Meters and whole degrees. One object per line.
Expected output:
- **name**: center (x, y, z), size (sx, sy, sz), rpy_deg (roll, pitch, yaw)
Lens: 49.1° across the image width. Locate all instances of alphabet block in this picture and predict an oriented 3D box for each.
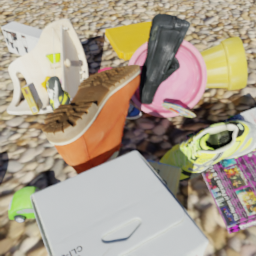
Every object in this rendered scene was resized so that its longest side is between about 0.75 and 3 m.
- **alphabet block**: center (0.663, 1.400, 6.343), size (0.882, 0.887, 0.903), rpy_deg (13, 47, 13)

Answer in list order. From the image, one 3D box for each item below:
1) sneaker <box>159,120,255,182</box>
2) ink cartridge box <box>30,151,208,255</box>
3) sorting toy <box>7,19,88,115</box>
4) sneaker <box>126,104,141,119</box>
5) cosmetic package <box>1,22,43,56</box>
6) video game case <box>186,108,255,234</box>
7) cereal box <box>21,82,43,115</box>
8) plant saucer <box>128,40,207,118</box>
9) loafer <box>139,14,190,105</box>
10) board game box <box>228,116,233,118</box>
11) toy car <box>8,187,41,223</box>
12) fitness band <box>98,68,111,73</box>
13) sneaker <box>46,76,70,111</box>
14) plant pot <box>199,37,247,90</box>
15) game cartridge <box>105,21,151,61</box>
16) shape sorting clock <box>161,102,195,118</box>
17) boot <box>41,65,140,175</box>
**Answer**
- **sneaker**: center (1.588, 0.481, 6.402), size (0.990, 2.592, 0.977), rpy_deg (19, 46, -46)
- **ink cartridge box**: center (-0.174, 2.035, 4.496), size (1.841, 2.534, 1.833), rpy_deg (-21, 48, -21)
- **sorting toy**: center (-2.706, -1.515, 8.930), size (2.647, 1.571, 2.940), rpy_deg (-11, 69, 13)
- **sneaker**: center (-0.125, -0.708, 8.542), size (1.037, 0.759, 0.418), rpy_deg (18, 55, 31)
- **cosmetic package**: center (-3.718, -3.306, 11.141), size (2.703, 1.116, 0.684), rpy_deg (21, 50, 21)
- **video game case**: center (2.993, 0.797, 6.689), size (2.481, 0.490, 2.738), rpy_deg (-22, 45, 7)
- **cereal box**: center (-2.591, -0.820, 7.620), size (0.204, 0.743, 1.033), rpy_deg (-21, 17, -5)
- **plant saucer**: center (1.139, -1.529, 8.551), size (2.401, 2.401, 0.609), rpy_deg (2, 18, 2)
- **loafer**: center (0.896, -1.661, 7.602), size (1.002, 2.854, 0.969), rpy_deg (9, 50, -2)
- **board game box**: center (4.031, 0.054, 8.050), size (2.103, 0.501, 1.069), rpy_deg (-8, 44, -8)
- **toy car**: center (-2.866, 1.684, 6.266), size (2.549, 0.604, 2.709), rpy_deg (-3, 44, -3)
- **fitness band**: center (-0.642, -1.759, 10.151), size (1.008, 0.263, 1.404), rpy_deg (0, 43, 3)
- **sneaker**: center (-1.496, -0.728, 6.122), size (0.435, 1.027, 0.383), rpy_deg (-27, 56, -29)
- **plant pot**: center (3.001, -2.068, 9.538), size (1.624, 1.726, 1.726), rpy_deg (-9, 43, 12)
- **game cartridge**: center (0.651, -3.868, 12.245), size (2.819, 0.457, 2.485), rpy_deg (-15, 46, -11)
- **shape sorting clock**: center (1.430, -0.488, 7.998), size (1.024, 1.024, 0.201), rpy_deg (25, 92, 24)
- **boot**: center (-0.451, -0.237, 5.657), size (1.016, 1.452, 2.707), rpy_deg (4, 42, 36)
